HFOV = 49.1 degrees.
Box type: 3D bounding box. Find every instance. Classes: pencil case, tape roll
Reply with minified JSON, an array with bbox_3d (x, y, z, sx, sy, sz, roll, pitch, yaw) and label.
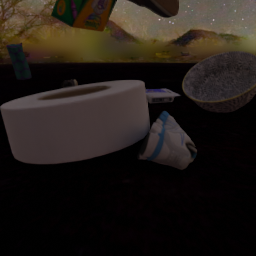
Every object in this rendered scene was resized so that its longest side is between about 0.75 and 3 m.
[{"bbox_3d":[-3.043,-1.852,7.843,0.421,0.990,0.457,-16,31,-15],"label":"pencil case"},{"bbox_3d":[-1.036,-0.271,5.985,2.981,1.042,2.981,-8,14,2],"label":"tape roll"}]

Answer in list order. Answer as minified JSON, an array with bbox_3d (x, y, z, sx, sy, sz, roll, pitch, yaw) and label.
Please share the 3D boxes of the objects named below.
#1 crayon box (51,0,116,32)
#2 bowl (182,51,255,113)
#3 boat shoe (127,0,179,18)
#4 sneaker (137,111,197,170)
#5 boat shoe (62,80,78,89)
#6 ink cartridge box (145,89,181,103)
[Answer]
[{"bbox_3d":[-1.277,-4.154,9.203,0.800,1.630,2.745,30,21,5],"label":"crayon box"},{"bbox_3d":[3.220,-1.317,9.377,2.558,1.200,2.558,-18,40,16],"label":"bowl"},{"bbox_3d":[0.137,-3.215,6.176,2.461,0.885,0.798,20,-22,-38],"label":"boat shoe"},{"bbox_3d":[0.841,0.309,5.499,0.981,0.849,2.265,26,17,5],"label":"sneaker"},{"bbox_3d":[-2.811,-1.975,13.511,0.643,0.714,1.984,-14,19,-17],"label":"boat shoe"},{"bbox_3d":[1.297,-1.379,11.866,1.382,0.300,1.369,-6,22,-19],"label":"ink cartridge box"}]
